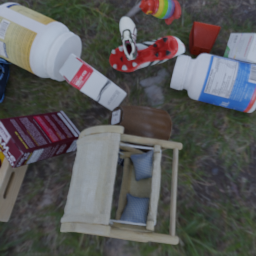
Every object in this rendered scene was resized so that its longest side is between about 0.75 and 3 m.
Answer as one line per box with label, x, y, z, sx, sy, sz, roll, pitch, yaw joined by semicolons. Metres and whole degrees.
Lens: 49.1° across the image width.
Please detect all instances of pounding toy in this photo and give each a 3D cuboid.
pounding toy;-4.343;1.727;8.058;2.408;1.860;2.616;11;68;5

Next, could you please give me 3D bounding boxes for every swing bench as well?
swing bench;-0.150;1.444;7.069;2.530;1.642;2.517;16;64;-21

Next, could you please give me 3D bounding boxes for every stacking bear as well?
stacking bear;0.905;-3.620;8.444;1.162;0.706;0.661;-1;86;-29

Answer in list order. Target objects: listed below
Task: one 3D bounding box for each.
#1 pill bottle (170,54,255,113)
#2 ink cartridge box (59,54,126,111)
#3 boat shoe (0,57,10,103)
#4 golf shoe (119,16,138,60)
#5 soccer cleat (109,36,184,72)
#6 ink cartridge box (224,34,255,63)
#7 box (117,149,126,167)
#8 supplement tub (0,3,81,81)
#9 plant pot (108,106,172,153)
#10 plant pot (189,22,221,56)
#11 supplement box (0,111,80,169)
pill bottle;2.973;-1.605;9.527;2.855;1.602;1.602;16;69;10
ink cartridge box;-1.125;-1.433;8.947;0.766;1.828;1.319;-54;36;7
boat shoe;-4.719;-2.006;9.992;1.046;0.853;2.486;-11;60;-14
golf shoe;0.027;-2.786;8.650;0.521;0.594;1.349;-10;101;12
soccer cleat;0.601;-2.503;9.661;2.767;1.178;0.949;-6;94;35
ink cartridge box;3.783;-2.618;9.167;0.503;1.149;0.835;10;104;-21
box;0.069;1.007;8.676;0.916;0.834;0.477;30;89;-23
supplement tub;-3.257;-2.976;9.887;2.760;1.993;1.993;27;71;11
plant pot;0.236;-0.079;8.237;1.536;1.436;1.436;19;63;-34
plant pot;2.808;-3.272;10.620;1.000;1.001;0.882;13;80;5
supplement box;-2.651;0.266;8.484;1.293;2.376;0.723;49;119;17
